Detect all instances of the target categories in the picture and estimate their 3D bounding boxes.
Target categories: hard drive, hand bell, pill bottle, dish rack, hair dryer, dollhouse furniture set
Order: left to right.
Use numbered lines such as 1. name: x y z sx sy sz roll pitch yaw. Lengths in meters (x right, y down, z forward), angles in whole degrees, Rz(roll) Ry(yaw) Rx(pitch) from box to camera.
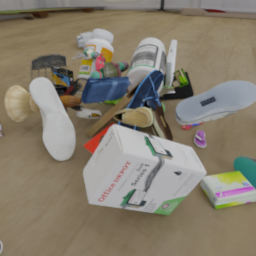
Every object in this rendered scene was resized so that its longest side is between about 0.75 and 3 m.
1. hand bell: -3.043 -0.937 10.571 2.752 1.433 1.433 0 29 17
2. dish rack: -3.942 -2.577 13.804 2.033 0.723 2.650 -7 69 -1
3. hair dryer: -2.522 -1.175 11.364 2.026 0.550 1.543 -4 60 21
4. pill bottle: -1.306 -2.970 11.905 1.206 2.172 1.206 14 -3 1
5. pill bottle: 0.851 -2.669 12.099 1.542 1.542 2.727 6 45 9
6. dollhouse furniture set: 1.767 -1.995 12.210 1.445 0.725 0.946 -24 -8 23
7. hard drive: 1.914 -2.745 12.611 0.261 1.989 1.311 11 62 10

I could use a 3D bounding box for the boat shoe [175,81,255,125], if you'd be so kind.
1. boat shoe: 2.977 -0.692 9.643 2.848 1.214 1.052 -21 71 -2

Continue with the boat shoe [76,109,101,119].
1. boat shoe: -1.583 -0.525 11.376 1.015 0.360 0.354 3 28 -18

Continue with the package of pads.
1. package of pads: 2.843 1.735 8.003 1.281 0.437 0.990 -7 31 -12

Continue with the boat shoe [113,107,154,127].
1. boat shoe: 0.080 -0.225 6.581 0.495 0.466 1.301 -8 4 -32

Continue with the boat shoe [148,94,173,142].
1. boat shoe: 0.849 -0.375 10.148 0.814 2.202 0.813 -22 -8 33

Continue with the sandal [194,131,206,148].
1. sandal: 2.702 0.360 10.528 0.447 0.270 1.098 5 31 8

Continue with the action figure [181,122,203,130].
1. action figure: 2.587 -0.269 11.390 1.090 0.539 0.356 -23 37 -29

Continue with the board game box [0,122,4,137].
1. board game box: -5.343 -0.339 10.719 0.622 1.285 1.024 -21 37 -31

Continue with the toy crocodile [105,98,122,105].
1. toy crocodile: -1.079 -1.803 13.677 0.730 0.798 2.365 -7 31 -43

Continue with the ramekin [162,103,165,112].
1. ramekin: 0.858 -0.719 11.288 1.132 0.553 1.132 -24 49 30

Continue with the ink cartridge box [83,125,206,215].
1. ink cartridge box: 0.352 1.114 6.820 2.398 1.752 1.011 16 32 -28

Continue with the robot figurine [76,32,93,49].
1. robot figurine: -3.011 -6.873 22.023 2.069 1.168 1.754 -13 65 -22

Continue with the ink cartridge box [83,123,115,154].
1. ink cartridge box: -0.022 0.625 9.149 2.250 0.532 1.801 33 40 14

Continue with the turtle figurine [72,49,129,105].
1. turtle figurine: -0.895 -2.030 11.249 1.479 2.199 2.937 5 11 34

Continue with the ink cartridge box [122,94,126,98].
1. ink cartridge box: -0.199 -1.697 14.076 1.130 0.250 0.531 22 37 32

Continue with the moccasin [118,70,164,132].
1. moccasin: 0.613 -0.760 9.210 0.802 2.352 0.946 30 1 30

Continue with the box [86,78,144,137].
1. box: -0.323 -0.855 10.668 0.283 2.661 2.176 47 41 -6

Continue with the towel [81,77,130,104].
1. towel: -0.731 -1.255 9.175 1.672 0.933 0.406 -14 57 -43

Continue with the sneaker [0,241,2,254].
1. sneaker: -3.154 2.758 5.812 0.572 0.873 1.512 -2 30 -3

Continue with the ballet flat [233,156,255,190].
1. ballet flat: 4.102 1.598 8.098 0.864 0.864 2.328 -15 35 -23

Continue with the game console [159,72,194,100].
1. game console: 1.791 -2.093 14.760 2.648 1.541 2.329 -5 61 -8

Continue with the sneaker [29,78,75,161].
1. sneaker: -2.508 -0.305 9.683 1.069 2.842 1.258 -16 5 -8

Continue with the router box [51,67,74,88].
1. router box: -3.464 -2.593 14.801 1.433 1.069 0.366 22 35 33
